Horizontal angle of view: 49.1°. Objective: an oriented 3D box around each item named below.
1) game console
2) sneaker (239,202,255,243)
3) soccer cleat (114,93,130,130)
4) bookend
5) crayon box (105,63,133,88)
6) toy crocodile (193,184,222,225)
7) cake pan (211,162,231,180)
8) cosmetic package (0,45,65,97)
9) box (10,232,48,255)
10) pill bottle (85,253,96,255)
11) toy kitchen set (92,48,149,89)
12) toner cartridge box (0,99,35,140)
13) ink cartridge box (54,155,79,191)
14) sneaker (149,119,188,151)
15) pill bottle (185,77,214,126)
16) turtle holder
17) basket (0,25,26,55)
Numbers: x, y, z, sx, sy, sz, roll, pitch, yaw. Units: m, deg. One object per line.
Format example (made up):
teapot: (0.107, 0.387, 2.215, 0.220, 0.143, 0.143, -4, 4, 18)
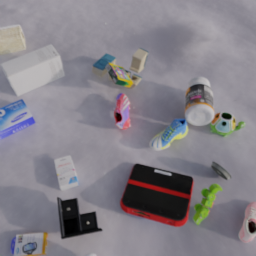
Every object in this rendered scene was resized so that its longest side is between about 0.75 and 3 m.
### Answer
game console: (0.929, 2.058, 8.844, 2.083, 0.323, 1.843, 13, 42, 12)
sneaker: (3.730, 2.709, 8.304, 0.507, 0.704, 1.346, 26, 58, 19)
soccer cleat: (-0.282, -0.694, 10.574, 0.552, 0.633, 1.654, -28, 54, 32)
bookend: (-1.406, 2.528, 8.151, 1.161, 0.535, 1.154, -7, 72, -10)
crayon box: (-0.349, -2.037, 10.883, 0.822, 0.278, 0.952, 6, 46, -48)
toy crocodile: (2.345, 2.278, 8.386, 0.415, 0.454, 1.344, 25, 92, -15)
cake pan: (3.030, 1.427, 9.191, 0.144, 0.785, 0.785, -45, 65, -6)
cosmetic package: (-3.880, -2.379, 11.572, 2.210, 1.189, 0.937, -27, 60, -19)
box: (-2.871, 3.395, 8.127, 1.002, 0.208, 0.597, -5, 55, -1)
pill bottle: (-0.741, 4.261, 6.993, 1.053, 1.053, 1.936, -33, 62, -21)
toy kitchen set: (-0.256, -2.806, 11.526, 2.049, 1.642, 1.207, 26, 46, 10)
toner cartridge box: (-4.743, -0.162, 10.437, 2.228, 0.481, 1.058, -29, 60, -19)
ink cartridge box: (-2.069, 1.496, 9.355, 0.598, 0.353, 1.040, -16, 56, -11)
sneaker: (1.441, 0.138, 9.912, 1.655, 0.869, 0.627, -28, 50, -27)
pill bottle: (2.681, -1.038, 10.590, 1.047, 1.047, 1.800, 7, 49, 5)
turtle holder: (3.588, -0.137, 10.241, 1.099, 0.780, 0.835, 39, 63, 24)
basket: (-5.494, -4.024, 12.903, 1.369, 0.928, 0.845, -15, 60, -10)
